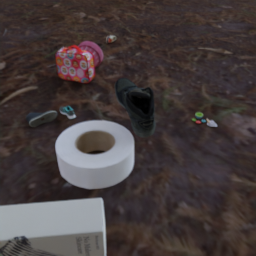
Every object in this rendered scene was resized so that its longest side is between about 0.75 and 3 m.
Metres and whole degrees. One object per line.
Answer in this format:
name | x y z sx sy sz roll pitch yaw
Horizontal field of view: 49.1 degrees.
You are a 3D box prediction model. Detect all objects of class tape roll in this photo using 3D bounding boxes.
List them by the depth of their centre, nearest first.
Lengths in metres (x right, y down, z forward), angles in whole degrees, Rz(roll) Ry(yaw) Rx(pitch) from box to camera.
tape roll | -0.952 0.710 8.325 2.301 0.805 2.301 0 34 0

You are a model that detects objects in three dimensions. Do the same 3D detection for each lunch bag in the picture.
lunch bag | -2.485 -3.020 13.059 1.871 1.648 0.766 15 37 21

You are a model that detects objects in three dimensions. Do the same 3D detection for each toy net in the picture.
toy net | 2.832 -0.263 10.323 0.915 0.177 0.480 28 43 34

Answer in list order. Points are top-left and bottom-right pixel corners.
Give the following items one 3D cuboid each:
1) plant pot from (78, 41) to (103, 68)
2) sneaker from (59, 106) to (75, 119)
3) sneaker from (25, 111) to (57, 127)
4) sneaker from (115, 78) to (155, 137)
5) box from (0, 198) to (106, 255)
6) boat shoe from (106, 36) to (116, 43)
plant pot | -2.123 -3.428 14.077 1.396 1.396 1.249 12 51 17
sneaker | -2.333 -0.692 10.748 0.894 0.408 0.347 29 43 36
sneaker | -3.230 -0.460 10.395 1.090 0.408 0.579 -24 43 -29
sneaker | 0.207 -1.002 8.594 0.917 1.374 2.400 -12 50 -11
box | -1.792 2.233 5.882 2.609 1.072 0.892 -4 35 -4
boat shoe | -1.115 -5.775 18.261 0.361 0.411 1.155 12 31 12
